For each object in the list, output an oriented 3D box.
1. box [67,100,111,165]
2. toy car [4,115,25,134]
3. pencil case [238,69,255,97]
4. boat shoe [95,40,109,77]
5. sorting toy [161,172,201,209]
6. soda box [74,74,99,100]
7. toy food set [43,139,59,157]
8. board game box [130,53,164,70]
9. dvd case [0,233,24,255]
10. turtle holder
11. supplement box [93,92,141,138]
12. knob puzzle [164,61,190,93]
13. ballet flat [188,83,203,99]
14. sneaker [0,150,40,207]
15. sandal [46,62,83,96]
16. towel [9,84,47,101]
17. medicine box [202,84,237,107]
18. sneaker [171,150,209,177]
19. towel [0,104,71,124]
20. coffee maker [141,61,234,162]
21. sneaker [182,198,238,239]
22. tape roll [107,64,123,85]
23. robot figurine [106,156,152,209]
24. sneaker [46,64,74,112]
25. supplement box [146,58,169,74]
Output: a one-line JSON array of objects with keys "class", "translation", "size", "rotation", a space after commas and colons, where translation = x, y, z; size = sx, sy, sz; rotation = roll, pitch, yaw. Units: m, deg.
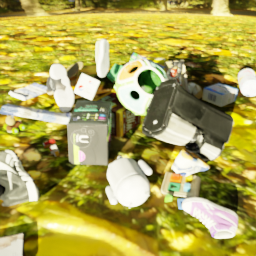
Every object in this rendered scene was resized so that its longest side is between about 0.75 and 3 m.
[{"class": "box", "translation": [-1.294, 0.107, 9.965], "size": [1.325, 1.584, 2.132], "rotation": [1, 27, -1]}, {"class": "toy car", "translation": [-4.749, -0.293, 11.512], "size": [0.706, 0.859, 0.678], "rotation": [20, 38, 31]}, {"class": "pencil case", "translation": [6.715, -2.534, 15.546], "size": [1.027, 0.941, 2.265], "rotation": [15, 31, 6]}, {"class": "boat shoe", "translation": [-1.004, -2.593, 10.505], "size": [0.430, 1.387, 0.499], "rotation": [7, 1, 38]}, {"class": "sorting toy", "translation": [1.630, 1.680, 8.541], "size": [1.106, 0.267, 1.964], "rotation": [8, 29, 15]}, {"class": "soda box", "translation": [-1.621, -1.621, 11.274], "size": [0.732, 0.784, 2.301], "rotation": [24, 4, -9]}, {"class": "toy food set", "translation": [-2.811, 0.716, 10.123], "size": [0.451, 0.478, 1.002], "rotation": [-21, 34, -12]}, {"class": "board game box", "translation": [0.638, -2.103, 12.092], "size": [1.394, 2.059, 0.355], "rotation": [26, 57, 8]}, {"class": "dvd case", "translation": [-3.134, 2.956, 6.361], "size": [1.452, 0.127, 1.036], "rotation": [-8, 30, -14]}, {"class": "turtle holder", "translation": [0.699, -1.275, 10.371], "size": [1.985, 2.613, 1.855], "rotation": [-21, 1, -10]}, {"class": "supplement box", "translation": [-0.551, -0.619, 11.845], "size": [1.676, 1.113, 1.653], "rotation": [18, 33, 29]}, {"class": "knob puzzle", "translation": [2.036, -1.398, 10.812], "size": [0.362, 2.611, 2.611], "rotation": [-13, 30, -6]}, {"class": "ballet flat", "translation": [3.155, -1.777, 14.167], "size": [1.003, 0.921, 2.922], "rotation": [20, 34, 24]}, {"class": "sneaker", "translation": [-3.658, 1.460, 8.342], "size": [1.154, 0.848, 2.551], "rotation": [-18, 35, -34]}, {"class": "sandal", "translation": [-2.967, -2.299, 13.882], "size": [2.270, 0.747, 0.832], "rotation": [-39, 46, 3]}, {"class": "towel", "translation": [-5.334, -1.992, 15.306], "size": [1.373, 0.223, 1.870], "rotation": [20, 34, 31]}, {"class": "medicine box", "translation": [4.675, -1.700, 14.304], "size": [1.290, 0.664, 1.175], "rotation": [-21, 35, -33]}, {"class": "sneaker", "translation": [1.902, 1.154, 8.698], "size": [1.666, 0.734, 0.627], "rotation": [22, 20, -46]}, {"class": "towel", "translation": [-3.597, -0.607, 11.414], "size": [2.766, 0.329, 2.032], "rotation": [10, 7, -16]}, {"class": "coffee maker", "translation": [2.112, -0.407, 9.169], "size": [2.586, 2.484, 1.742], "rotation": [23, 14, -26]}, {"class": "sneaker", "translation": [2.023, 2.314, 7.139], "size": [1.443, 0.523, 0.823], "rotation": [12, 34, 21]}, {"class": "tape roll", "translation": [0.383, -1.744, 12.562], "size": [2.860, 0.687, 2.860], "rotation": [35, 2, -1]}, {"class": "robot figurine", "translation": [0.003, 1.537, 8.035], "size": [1.487, 0.990, 1.754], "rotation": [-43, 34, 5]}, {"class": "sneaker", "translation": [-3.071, -1.638, 12.557], "size": [0.823, 2.180, 1.240], "rotation": [-9, -10, -30]}, {"class": "supplement box", "translation": [1.648, -3.047, 15.895], "size": [1.391, 1.382, 2.539], "rotation": [1, 26, 0]}]
